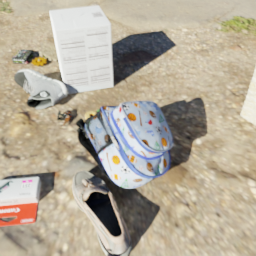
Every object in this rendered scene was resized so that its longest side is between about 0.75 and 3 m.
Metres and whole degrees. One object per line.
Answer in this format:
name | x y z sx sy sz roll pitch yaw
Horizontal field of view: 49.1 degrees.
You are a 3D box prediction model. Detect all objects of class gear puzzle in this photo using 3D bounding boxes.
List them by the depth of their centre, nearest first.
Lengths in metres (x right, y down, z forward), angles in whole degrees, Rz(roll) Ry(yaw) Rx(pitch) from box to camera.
gear puzzle | -3.808 -3.937 14.993 1.551 0.392 2.995 29 52 25

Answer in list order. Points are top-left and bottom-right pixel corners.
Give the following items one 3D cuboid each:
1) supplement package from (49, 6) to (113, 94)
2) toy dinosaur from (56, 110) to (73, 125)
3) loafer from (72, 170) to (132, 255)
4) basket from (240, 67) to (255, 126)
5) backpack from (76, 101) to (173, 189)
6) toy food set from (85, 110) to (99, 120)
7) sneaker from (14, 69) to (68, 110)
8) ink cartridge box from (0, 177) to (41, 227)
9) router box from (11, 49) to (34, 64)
supplement package | -2.027 -3.465 12.467 2.236 2.968 2.253 -12 44 -13
toy dinosaur | -2.497 -0.443 11.092 0.596 0.449 0.879 12 19 -11
loafer | -0.774 2.130 7.828 1.066 0.932 2.964 -21 46 -21
basket | 6.165 -1.124 10.008 2.382 2.936 2.962 -29 50 -23
backpack | 0.191 0.464 8.456 2.640 2.033 2.514 -12 76 -45
toy food set | -1.070 -0.351 11.056 1.118 0.275 1.130 -19 45 -20
sneaker | -4.070 -1.586 11.906 2.709 1.016 1.564 17 47 16
ink cartridge box | -3.487 2.162 8.242 1.614 0.352 1.401 -4 41 -5
router box | -5.532 -3.757 14.770 0.782 0.324 1.043 5 42 5
